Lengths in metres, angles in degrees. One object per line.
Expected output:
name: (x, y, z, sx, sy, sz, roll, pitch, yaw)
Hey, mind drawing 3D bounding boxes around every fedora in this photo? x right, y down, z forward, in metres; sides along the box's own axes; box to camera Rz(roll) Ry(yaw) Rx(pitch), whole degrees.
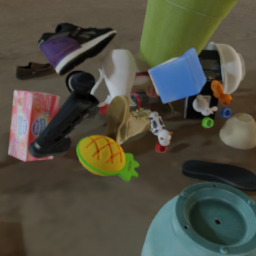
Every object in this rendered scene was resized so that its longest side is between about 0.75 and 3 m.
fedora: (-1.639, -1.673, 10.158, 1.217, 1.217, 0.556, -34, 4, -39)

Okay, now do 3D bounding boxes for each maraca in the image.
maraca: (-0.350, 0.538, 4.967, 1.182, 0.632, 0.810, 24, 39, -11)

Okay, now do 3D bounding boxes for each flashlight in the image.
flashlight: (-0.486, -0.776, 10.053, 2.515, 0.851, 0.854, -8, 43, -20)

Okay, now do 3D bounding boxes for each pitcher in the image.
pitcher: (-0.502, -1.592, 9.175, 1.543, 1.798, 1.090, -3, 5, -16)

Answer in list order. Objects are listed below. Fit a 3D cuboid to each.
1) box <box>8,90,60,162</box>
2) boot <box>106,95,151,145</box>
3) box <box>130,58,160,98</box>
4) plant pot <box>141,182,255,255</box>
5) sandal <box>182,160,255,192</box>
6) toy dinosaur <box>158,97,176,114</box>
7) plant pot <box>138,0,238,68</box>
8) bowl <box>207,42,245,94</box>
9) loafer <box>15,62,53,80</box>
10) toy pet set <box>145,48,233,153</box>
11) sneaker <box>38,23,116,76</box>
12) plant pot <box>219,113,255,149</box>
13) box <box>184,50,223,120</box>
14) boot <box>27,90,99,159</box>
box: (-2.693, -0.075, 7.999, 0.891, 1.882, 0.966, 13, 7, 37)
boot: (0.125, -0.371, 8.709, 1.530, 1.969, 0.717, -24, 52, -31)
box: (0.754, -1.889, 10.702, 2.065, 1.320, 1.125, -5, 73, 3)
plant pot: (1.581, 2.180, 5.329, 2.631, 1.763, 2.631, 1, 35, 0)
sandal: (2.526, 1.360, 7.695, 2.133, 0.510, 0.802, 11, 35, 36)
toy dinosaur: (1.459, -1.550, 11.595, 1.304, 0.702, 2.958, -12, 49, -31)
plant pot: (1.548, -3.216, 8.717, 2.858, 2.714, 2.858, 15, 33, -10)
bowl: (3.704, -2.211, 10.528, 0.974, 2.168, 2.168, -11, 35, 4)
loafer: (-4.478, -2.840, 13.437, 1.858, 0.663, 0.678, -23, 41, -29)
toy pet set: (1.832, -0.784, 7.819, 2.811, 2.625, 1.493, -29, 18, -12)
sneaker: (-1.508, -2.863, 8.774, 1.308, 1.131, 2.987, 49, 43, -5)
plant pot: (3.724, 0.003, 9.252, 1.224, 0.822, 1.224, 0, 34, 0)
box: (2.677, -1.564, 10.232, 1.150, 1.856, 1.825, 3, 48, 7)
boot: (-1.452, -0.123, 7.069, 0.633, 1.929, 1.590, 43, 18, 5)
